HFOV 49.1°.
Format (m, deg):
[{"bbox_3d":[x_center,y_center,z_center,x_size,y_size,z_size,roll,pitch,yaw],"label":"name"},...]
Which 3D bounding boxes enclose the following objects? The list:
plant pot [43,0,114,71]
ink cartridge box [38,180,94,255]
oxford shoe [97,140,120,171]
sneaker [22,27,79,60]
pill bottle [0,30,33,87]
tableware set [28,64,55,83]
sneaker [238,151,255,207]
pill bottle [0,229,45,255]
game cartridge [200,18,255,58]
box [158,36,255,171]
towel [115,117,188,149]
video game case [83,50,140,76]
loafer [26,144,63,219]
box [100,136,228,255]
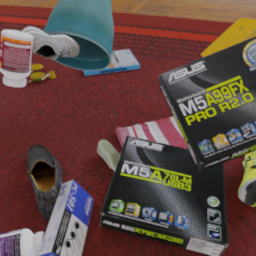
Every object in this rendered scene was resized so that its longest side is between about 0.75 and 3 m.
[{"bbox_3d":[-1.434,-3.267,8.866,2.239,2.239,2.104,8,77,10],"label":"plant pot"},{"bbox_3d":[-1.311,2.132,6.235,0.393,0.836,1.778,-24,32,23],"label":"ink cartridge box"},{"bbox_3d":[-0.449,0.949,8.141,0.523,0.402,1.391,-13,52,-44],"label":"oxford shoe"},{"bbox_3d":[-1.931,-1.997,7.225,1.722,0.644,0.706,-6,63,-52],"label":"sneaker"},{"bbox_3d":[-2.531,-1.548,6.322,0.660,1.169,0.660,12,23,-5],"label":"pill bottle"},{"bbox_3d":[-4.182,-2.447,12.456,2.004,0.308,1.350,13,38,17],"label":"tableware set"},{"bbox_3d":[3.480,1.173,7.505,1.018,1.004,2.664,23,33,36],"label":"sneaker"},{"bbox_3d":[-2.458,2.573,5.743,1.448,0.814,0.814,-9,40,-10],"label":"pill bottle"},{"bbox_3d":[2.756,-2.278,7.415,1.477,0.240,1.302,-43,22,12],"label":"game cartridge"},{"bbox_3d":[2.216,-0.594,5.631,2.650,0.587,2.123,-21,65,3],"label":"box"},{"bbox_3d":[0.852,0.338,8.989,2.232,0.254,1.608,-12,41,-15],"label":"towel"},{"bbox_3d":[-0.929,-3.146,13.338,2.578,0.230,1.845,-10,40,-12],"label":"video game case"},{"bbox_3d":[-2.208,1.150,7.439,0.915,0.908,2.513,-20,42,-21],"label":"loafer"},{"bbox_3d":[0.982,1.517,7.043,2.798,0.665,2.702,13,43,7],"label":"box"}]
